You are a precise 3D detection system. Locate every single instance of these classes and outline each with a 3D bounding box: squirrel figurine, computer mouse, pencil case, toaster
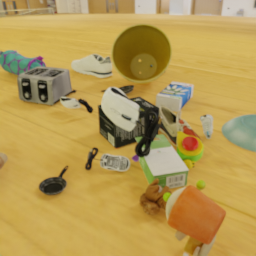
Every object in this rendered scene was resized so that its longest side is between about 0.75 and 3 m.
[{"bbox_3d":[0.718,1.765,6.603,0.848,0.600,0.792,-35,54,-16],"label":"squirrel figurine"},{"bbox_3d":[-0.122,-0.364,8.016,0.546,1.364,2.487,-6,34,-43],"label":"computer mouse"},{"bbox_3d":[-5.944,-3.572,15.697,2.990,1.382,1.272,22,-2,33],"label":"pencil case"},{"bbox_3d":[-0.571,0.997,8.078,1.253,0.275,0.687,12,72,1],"label":"computer mouse"},{"bbox_3d":[-3.702,-1.964,12.819,1.855,1.217,2.052,10,29,17],"label":"toaster"},{"bbox_3d":[-2.165,-0.924,11.207,1.486,0.815,0.326,9,65,30],"label":"computer mouse"}]

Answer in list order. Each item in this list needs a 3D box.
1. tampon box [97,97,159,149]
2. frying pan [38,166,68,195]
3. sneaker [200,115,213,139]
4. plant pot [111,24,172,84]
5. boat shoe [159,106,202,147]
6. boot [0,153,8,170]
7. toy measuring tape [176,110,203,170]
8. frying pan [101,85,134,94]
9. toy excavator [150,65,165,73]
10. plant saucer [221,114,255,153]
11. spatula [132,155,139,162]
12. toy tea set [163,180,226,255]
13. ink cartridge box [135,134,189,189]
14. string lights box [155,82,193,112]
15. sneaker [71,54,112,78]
[{"bbox_3d":[0.008,-0.241,9.681,1.729,1.092,1.296,-15,32,-26],"label":"tampon box"},{"bbox_3d":[-1.992,1.423,7.516,0.715,0.192,1.182,-2,25,-8],"label":"frying pan"},{"bbox_3d":[2.672,-0.011,9.374,0.405,1.081,0.468,-8,51,21],"label":"sneaker"},{"bbox_3d":[0.731,-3.467,14.416,2.934,2.934,2.083,4,-8,7],"label":"plant pot"},{"bbox_3d":[1.709,0.012,9.605,0.841,0.739,2.363,-11,31,-23],"label":"boat shoe"},{"bbox_3d":[-4.473,1.094,7.622,1.898,0.687,1.578,7,32,21],"label":"boot"},{"bbox_3d":[1.872,0.328,8.582,0.828,0.828,2.250,3,47,5],"label":"toy measuring tape"},{"bbox_3d":[-0.508,-1.719,13.276,1.669,0.272,1.010,-14,22,6],"label":"frying pan"},{"bbox_3d":[1.541,-4.271,16.529,0.911,1.825,1.774,-8,28,-16],"label":"toy excavator"},{"bbox_3d":[4.652,0.045,9.812,2.598,0.500,2.598,0,29,0],"label":"plant saucer"},{"bbox_3d":[0.566,0.800,8.780,1.047,0.108,0.296,-19,28,-32],"label":"spatula"},{"bbox_3d":[0.546,2.146,4.603,1.062,1.706,2.869,28,43,28],"label":"toy tea set"},{"bbox_3d":[0.876,0.926,7.980,0.975,0.557,1.877,-7,31,-12],"label":"ink cartridge box"},{"bbox_3d":[2.090,-1.410,12.406,1.059,0.607,2.060,13,31,24],"label":"string lights box"},{"bbox_3d":[-2.116,-3.733,16.195,2.926,1.178,1.118,15,35,29],"label":"sneaker"}]
